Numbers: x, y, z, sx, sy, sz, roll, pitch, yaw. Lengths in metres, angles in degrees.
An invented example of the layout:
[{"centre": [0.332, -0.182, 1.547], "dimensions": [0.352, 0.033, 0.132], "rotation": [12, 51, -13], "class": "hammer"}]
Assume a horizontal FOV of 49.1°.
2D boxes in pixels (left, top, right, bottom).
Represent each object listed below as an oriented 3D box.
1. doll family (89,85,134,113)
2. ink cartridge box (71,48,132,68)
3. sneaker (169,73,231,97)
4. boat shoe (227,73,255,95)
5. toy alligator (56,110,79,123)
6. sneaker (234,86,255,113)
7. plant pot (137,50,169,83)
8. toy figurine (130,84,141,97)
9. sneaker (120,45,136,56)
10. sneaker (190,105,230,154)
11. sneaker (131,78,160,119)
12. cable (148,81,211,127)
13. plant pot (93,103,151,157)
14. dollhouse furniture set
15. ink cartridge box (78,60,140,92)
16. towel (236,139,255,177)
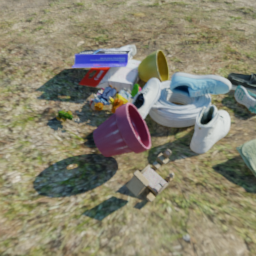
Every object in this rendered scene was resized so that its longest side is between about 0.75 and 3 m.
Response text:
[{"centre": [-0.818, -1.274, 12.928], "dimensions": [2.396, 1.079, 1.487], "rotation": [18, 57, 18], "class": "doll family"}, {"centre": [-1.278, -3.689, 14.682], "dimensions": [2.802, 0.614, 2.828], "rotation": [0, 24, 6], "class": "ink cartridge box"}, {"centre": [3.105, -1.685, 12.320], "dimensions": [2.639, 0.976, 1.081], "rotation": [8, 55, 20], "class": "sneaker"}, {"centre": [6.412, -2.305, 14.372], "dimensions": [2.626, 0.836, 0.929], "rotation": [9, 42, 9], "class": "boat shoe"}, {"centre": [-2.732, -0.547, 12.438], "dimensions": [1.487, 0.357, 0.493], "rotation": [11, 54, 37], "class": "toy alligator"}, {"centre": [5.946, -1.361, 13.568], "dimensions": [0.871, 0.741, 1.910], "rotation": [-1, 43, -25], "class": "sneaker"}, {"centre": [1.255, -3.068, 14.791], "dimensions": [1.273, 1.794, 1.794], "rotation": [-8, 36, 27], "class": "plant pot"}, {"centre": [0.666, -1.754, 13.990], "dimensions": [0.845, 0.918, 0.689], "rotation": [5, 70, -24], "class": "toy figurine"}, {"centre": [-0.444, -4.418, 16.936], "dimensions": [0.847, 0.804, 2.104], "rotation": [19, 40, 38], "class": "sneaker"}, {"centre": [3.591, -0.329, 11.570], "dimensions": [1.048, 1.644, 2.846], "rotation": [25, 46, 27], "class": "sneaker"}, {"centre": [0.734, -1.277, 11.741], "dimensions": [0.817, 0.792, 2.237], "rotation": [16, 66, 24], "class": "sneaker"}, {"centre": [2.300, -1.144, 12.974], "dimensions": [2.860, 0.990, 2.860], "rotation": [18, 43, 19], "class": "cable"}, {"centre": [-0.286, 0.242, 10.276], "dimensions": [1.635, 1.826, 1.826], "rotation": [-26, 38, 19], "class": "plant pot"}, {"centre": [0.997, 1.620, 9.685], "dimensions": [1.000, 0.854, 1.929], "rotation": [44, 50, 14], "class": "dollhouse furniture set"}, {"centre": [-0.890, -2.997, 15.275], "dimensions": [2.998, 0.855, 2.436], "rotation": [15, 44, 10], "class": "ink cartridge box"}, {"centre": [5.494, 1.016, 10.446], "dimensions": [2.475, 0.452, 1.836], "rotation": [-22, 62, -14], "class": "towel"}]
